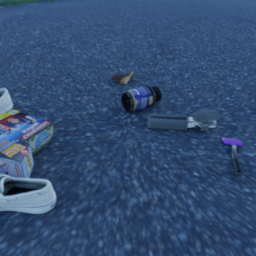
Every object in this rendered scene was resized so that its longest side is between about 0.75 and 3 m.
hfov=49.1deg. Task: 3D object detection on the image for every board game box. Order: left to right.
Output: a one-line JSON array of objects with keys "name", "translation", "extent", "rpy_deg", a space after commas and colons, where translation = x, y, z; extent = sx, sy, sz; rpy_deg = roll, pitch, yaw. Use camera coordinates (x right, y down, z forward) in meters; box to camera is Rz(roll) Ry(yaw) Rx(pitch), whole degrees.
[{"name": "board game box", "translation": [-3.404, 0.552, 8.105], "extent": [2.513, 0.776, 2.515], "rpy_deg": [18, 35, 24]}]

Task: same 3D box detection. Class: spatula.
[{"name": "spatula", "translation": [3.151, 0.787, 8.266], "extent": [0.573, 0.208, 2.027], "rpy_deg": [6, 32, 9]}]

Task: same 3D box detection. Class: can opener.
[{"name": "can opener", "translation": [1.853, -0.356, 9.580], "extent": [2.347, 0.785, 0.626], "rpy_deg": [3, 32, 5]}]

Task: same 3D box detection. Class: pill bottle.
[{"name": "pill bottle", "translation": [0.535, -1.159, 10.868], "extent": [1.458, 0.815, 0.815], "rpy_deg": [-18, 36, -26]}]

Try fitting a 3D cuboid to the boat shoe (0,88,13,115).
[{"name": "boat shoe", "translation": [-5.187, -0.659, 10.023], "extent": [0.943, 0.837, 2.562], "rpy_deg": [7, 32, 11]}]

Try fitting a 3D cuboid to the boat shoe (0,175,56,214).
[{"name": "boat shoe", "translation": [-2.911, 1.466, 6.599], "extent": [2.382, 0.779, 0.876], "rpy_deg": [-1, 31, -1]}]

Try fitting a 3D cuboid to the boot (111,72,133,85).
[{"name": "boot", "translation": [-0.265, -2.480, 13.324], "extent": [0.822, 0.357, 0.988], "rpy_deg": [22, 48, 12]}]
